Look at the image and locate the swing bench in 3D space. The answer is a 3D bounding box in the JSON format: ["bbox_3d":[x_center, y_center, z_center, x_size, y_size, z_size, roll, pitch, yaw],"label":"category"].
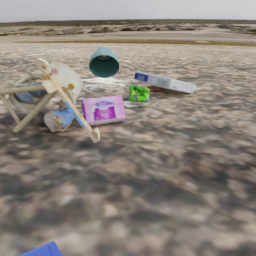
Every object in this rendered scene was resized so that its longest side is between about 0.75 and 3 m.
[{"bbox_3d":[-2.722,-1.215,8.932,2.155,1.398,2.144,-24,20,7],"label":"swing bench"}]

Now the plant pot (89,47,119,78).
[{"bbox_3d":[-0.969,-2.732,11.288,1.204,1.204,0.806,-1,54,-3],"label":"plant pot"}]

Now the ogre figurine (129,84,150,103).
[{"bbox_3d":[0.432,-1.311,10.863,0.777,0.636,1.296,13,9,-7],"label":"ogre figurine"}]

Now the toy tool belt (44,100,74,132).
[{"bbox_3d":[-1.906,-0.452,8.553,0.773,0.786,1.258,-17,29,40],"label":"toy tool belt"}]

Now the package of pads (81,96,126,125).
[{"bbox_3d":[-0.776,-0.552,9.004,1.355,0.816,0.513,-9,-8,-18],"label":"package of pads"}]

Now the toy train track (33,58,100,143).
[{"bbox_3d":[-1.416,-0.740,7.109,0.409,2.512,1.441,-33,12,8],"label":"toy train track"}]

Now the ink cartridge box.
[{"bbox_3d":[1.825,-2.051,12.912,2.281,0.494,2.239,6,12,-42],"label":"ink cartridge box"}]

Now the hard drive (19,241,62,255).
[{"bbox_3d":[-1.414,1.999,3.613,1.227,0.156,0.810,-14,26,-30],"label":"hard drive"}]
